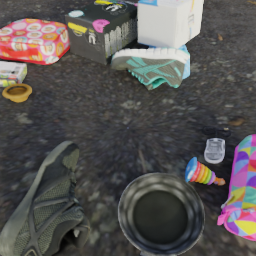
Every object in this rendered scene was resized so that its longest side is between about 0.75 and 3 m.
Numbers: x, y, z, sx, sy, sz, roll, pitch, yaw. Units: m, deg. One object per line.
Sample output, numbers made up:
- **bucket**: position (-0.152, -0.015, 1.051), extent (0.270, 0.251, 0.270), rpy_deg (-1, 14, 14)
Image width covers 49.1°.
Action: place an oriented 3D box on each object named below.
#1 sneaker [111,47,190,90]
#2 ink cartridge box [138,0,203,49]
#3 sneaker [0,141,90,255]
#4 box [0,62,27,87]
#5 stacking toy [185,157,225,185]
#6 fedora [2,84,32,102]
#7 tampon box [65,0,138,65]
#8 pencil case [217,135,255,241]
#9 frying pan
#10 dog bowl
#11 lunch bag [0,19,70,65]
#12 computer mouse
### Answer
- **sneaker**: position (0.597, -1.959, 9.512), extent (2.905, 1.325, 1.127), rpy_deg (8, 3, 35)
- **ink cartridge box**: position (1.617, -4.164, 10.618), extent (1.604, 1.576, 2.179), rpy_deg (23, 45, 28)
- **sneaker**: position (-1.304, 1.499, 5.898), extent (1.549, 1.034, 2.704), rpy_deg (11, 46, 10)
- **box**: position (-4.824, -1.953, 9.999), extent (2.059, 0.357, 1.133), rpy_deg (5, 42, -3)
- **stacking toy**: position (1.870, 1.159, 6.703), extent (0.937, 0.544, 0.514), rpy_deg (23, 27, 2)
- **fedora**: position (-3.611, -1.102, 9.195), extent (0.917, 0.374, 0.917), rpy_deg (2, 41, -2)
- **tampon box**: position (-0.938, -4.075, 11.531), extent (1.924, 1.621, 2.567), rpy_deg (24, 48, 24)
- **pencil case**: position (2.733, 1.225, 6.188), extent (1.073, 1.073, 2.429), rpy_deg (18, 44, 18)
- **frying pan**: position (0.661, 2.164, 5.336), extent (1.713, 0.461, 2.832), rpy_deg (0, 53, 0)
- **dog bowl**: position (1.572, -2.859, 10.902), extent (1.531, 0.681, 2.747), rpy_deg (-1, 43, -1)
- **lunch bag**: position (-3.860, -3.407, 11.184), extent (2.652, 1.086, 2.336), rpy_deg (10, 43, 11)
- **computer mouse**: position (2.304, 0.492, 7.434), extent (0.742, 0.297, 1.354), rpy_deg (3, 43, 23)
